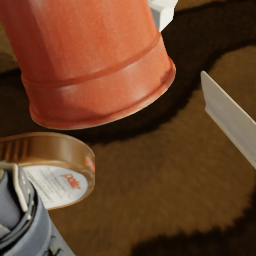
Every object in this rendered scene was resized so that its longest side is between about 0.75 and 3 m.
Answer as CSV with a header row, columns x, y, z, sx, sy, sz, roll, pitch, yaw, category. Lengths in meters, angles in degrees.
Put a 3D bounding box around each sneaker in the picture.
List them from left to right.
x,y,z,sx,sy,sz,roll,pitch,yaw,category
-0.847,1.425,2.558,0.973,1.850,2.560,-36,54,-24,sneaker

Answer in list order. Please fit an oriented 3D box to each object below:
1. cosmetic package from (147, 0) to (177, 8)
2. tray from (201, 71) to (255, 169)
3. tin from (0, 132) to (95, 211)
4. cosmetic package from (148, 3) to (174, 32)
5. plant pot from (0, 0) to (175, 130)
x,y,z,sx,sy,sz,roll,pitch,yaw,category
0.291,-4.816,6.322,2.416,2.929,2.414,-9,51,-43,cosmetic package
1.262,0.258,2.667,0.212,1.916,1.029,-42,50,15,tray
-1.669,0.748,3.765,2.486,1.392,0.520,-11,56,0,tin
0.801,-3.607,8.591,0.943,0.778,0.777,33,67,17,cosmetic package
-0.889,-2.012,4.818,2.991,2.908,2.991,-12,35,8,plant pot
